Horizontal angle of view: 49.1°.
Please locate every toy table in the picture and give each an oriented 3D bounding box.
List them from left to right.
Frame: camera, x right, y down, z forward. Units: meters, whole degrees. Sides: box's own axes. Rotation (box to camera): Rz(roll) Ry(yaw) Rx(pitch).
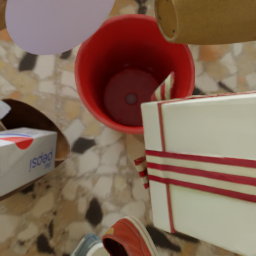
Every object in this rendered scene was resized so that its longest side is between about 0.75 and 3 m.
[{"bbox_3d":[-1.218,-2.590,5.287,2.336,2.147,1.368,-22,44,20],"label":"toy table"}]

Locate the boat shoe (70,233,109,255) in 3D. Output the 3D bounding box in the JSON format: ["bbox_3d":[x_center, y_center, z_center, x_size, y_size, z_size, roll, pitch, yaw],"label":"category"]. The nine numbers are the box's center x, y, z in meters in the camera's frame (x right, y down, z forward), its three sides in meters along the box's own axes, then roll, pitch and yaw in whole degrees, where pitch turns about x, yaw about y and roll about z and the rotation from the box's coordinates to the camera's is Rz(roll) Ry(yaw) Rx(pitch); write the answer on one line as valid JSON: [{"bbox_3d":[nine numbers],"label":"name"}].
[{"bbox_3d":[-1.369,3.738,7.005,2.372,0.864,0.733,-56,41,-1],"label":"boat shoe"}]

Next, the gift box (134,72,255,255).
[{"bbox_3d":[1.739,0.297,4.747,2.457,2.486,2.663,-5,92,-40],"label":"gift box"}]

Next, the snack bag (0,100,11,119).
[{"bbox_3d":[-3.187,-0.219,4.237,2.100,0.225,1.980,-38,123,7],"label":"snack bag"}]

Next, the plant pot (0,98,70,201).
[{"bbox_3d":[-2.902,0.770,6.851,2.048,2.048,2.191,45,103,6],"label":"plant pot"}]

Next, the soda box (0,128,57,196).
[{"bbox_3d":[-1.942,0.500,4.339,0.714,2.251,0.768,7,96,12],"label":"soda box"}]

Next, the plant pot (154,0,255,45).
[{"bbox_3d":[1.628,-2.375,5.297,2.060,1.920,1.920,-20,82,-11],"label":"plant pot"}]

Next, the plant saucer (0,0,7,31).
[{"bbox_3d":[-2.787,-2.515,5.171,2.073,2.073,0.367,-32,81,-5],"label":"plant saucer"}]

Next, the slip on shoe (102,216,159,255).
[{"bbox_3d":[0.362,2.900,4.990,0.820,0.993,2.681,-12,59,-39],"label":"slip on shoe"}]

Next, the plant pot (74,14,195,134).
[{"bbox_3d":[0.122,-0.982,6.821,2.575,2.279,2.575,0,81,-1],"label":"plant pot"}]
